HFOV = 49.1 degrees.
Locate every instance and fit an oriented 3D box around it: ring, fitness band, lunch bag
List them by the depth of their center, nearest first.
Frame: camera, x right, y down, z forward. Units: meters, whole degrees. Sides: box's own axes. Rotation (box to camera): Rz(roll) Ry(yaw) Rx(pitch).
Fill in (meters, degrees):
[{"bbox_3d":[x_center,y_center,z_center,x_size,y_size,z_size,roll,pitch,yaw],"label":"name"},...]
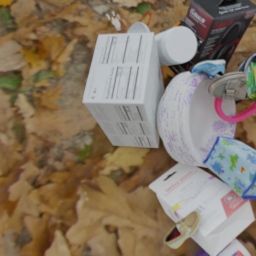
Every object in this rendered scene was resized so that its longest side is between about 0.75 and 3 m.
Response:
[{"bbox_3d":[2.947,1.002,6.887,1.680,1.070,1.428,8,26,-36],"label":"lunch bag"},{"bbox_3d":[3.136,-0.774,7.890,1.499,0.281,1.077,-29,107,-5],"label":"fitness band"},{"bbox_3d":[0.485,-3.332,8.897,0.085,0.885,0.885,21,64,-26],"label":"ring"}]

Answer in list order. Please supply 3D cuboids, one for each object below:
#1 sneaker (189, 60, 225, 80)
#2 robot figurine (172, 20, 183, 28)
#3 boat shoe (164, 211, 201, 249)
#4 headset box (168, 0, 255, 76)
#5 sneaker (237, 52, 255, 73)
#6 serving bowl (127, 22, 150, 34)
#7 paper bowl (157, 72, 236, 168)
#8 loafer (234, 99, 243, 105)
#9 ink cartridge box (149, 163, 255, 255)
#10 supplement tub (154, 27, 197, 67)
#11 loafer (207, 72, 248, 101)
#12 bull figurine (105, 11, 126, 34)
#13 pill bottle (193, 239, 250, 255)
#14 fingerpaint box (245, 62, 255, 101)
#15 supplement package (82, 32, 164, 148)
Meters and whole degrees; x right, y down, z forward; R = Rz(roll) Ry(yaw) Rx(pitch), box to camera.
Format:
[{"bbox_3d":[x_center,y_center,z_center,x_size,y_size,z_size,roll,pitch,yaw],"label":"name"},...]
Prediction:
[{"bbox_3d":[1.969,-1.399,6.848,0.986,0.387,0.444,-9,91,-15],"label":"sneaker"},{"bbox_3d":[1.968,-3.553,10.588,0.301,0.749,1.034,17,49,-41],"label":"robot figurine"},{"bbox_3d":[1.229,2.302,6.359,1.066,0.354,0.394,-53,30,7],"label":"boat shoe"},{"bbox_3d":[2.638,-2.917,8.851,2.013,2.709,1.016,-22,60,-27],"label":"headset box"},{"bbox_3d":[4.658,-2.509,8.893,0.955,1.479,2.726,42,112,5],"label":"sneaker"},{"bbox_3d":[0.338,-2.589,8.386,0.342,1.040,1.040,2,61,-38],"label":"serving bowl"},{"bbox_3d":[1.837,-0.268,7.925,1.374,2.641,2.641,4,59,46],"label":"paper bowl"},{"bbox_3d":[2.613,-1.145,9.275,2.535,0.904,0.925,-9,109,0],"label":"loafer"},{"bbox_3d":[1.853,2.005,7.637,1.489,0.863,2.556,-33,28,-14],"label":"ink cartridge box"},{"bbox_3d":[1.208,-2.342,8.240,1.001,1.518,1.001,-3,100,-18],"label":"supplement tub"},{"bbox_3d":[3.073,-1.037,7.306,1.953,0.702,0.614,-7,43,-14],"label":"loafer"},{"bbox_3d":[-0.315,-2.912,7.790,0.314,0.966,0.586,-30,85,14],"label":"bull figurine"},{"bbox_3d":[2.057,3.739,7.126,2.072,1.154,1.154,-33,71,-14],"label":"pill bottle"},{"bbox_3d":[3.165,-1.040,6.460,0.759,0.334,0.910,10,59,1],"label":"fingerpaint box"},{"bbox_3d":[0.070,-0.945,8.092,1.545,2.787,2.170,3,65,14],"label":"supplement package"}]
